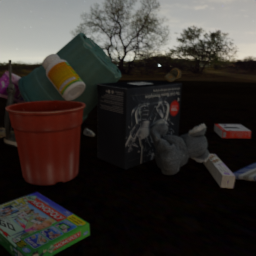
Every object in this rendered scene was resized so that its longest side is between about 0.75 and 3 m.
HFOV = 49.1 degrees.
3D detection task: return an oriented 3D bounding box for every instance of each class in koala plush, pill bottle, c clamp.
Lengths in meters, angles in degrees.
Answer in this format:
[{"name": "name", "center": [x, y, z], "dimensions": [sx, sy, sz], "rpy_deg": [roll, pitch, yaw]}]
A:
[{"name": "koala plush", "center": [1.470, 0.543, 7.470], "dimensions": [1.443, 1.280, 1.326], "rpy_deg": [-14, 23, -3]}, {"name": "pill bottle", "center": [-1.781, -1.399, 7.594], "dimensions": [1.235, 0.686, 0.686], "rpy_deg": [51, 33, 13]}, {"name": "c clamp", "center": [-3.681, -0.677, 8.794], "dimensions": [0.313, 1.975, 2.312], "rpy_deg": [3, -19, -23]}]

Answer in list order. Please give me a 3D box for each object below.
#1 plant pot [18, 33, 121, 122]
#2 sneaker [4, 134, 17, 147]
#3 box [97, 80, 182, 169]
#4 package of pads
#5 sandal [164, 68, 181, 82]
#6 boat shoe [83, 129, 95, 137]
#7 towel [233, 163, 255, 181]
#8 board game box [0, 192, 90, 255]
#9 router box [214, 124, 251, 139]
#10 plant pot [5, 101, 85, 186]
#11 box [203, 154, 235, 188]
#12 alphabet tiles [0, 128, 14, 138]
[{"name": "plant pot", "center": [-1.704, -1.526, 9.061], "dimensions": [2.455, 2.507, 2.507], "rpy_deg": [-41, 5, 14]}, {"name": "sneaker", "center": [-3.385, -0.014, 9.863], "dimensions": [2.200, 1.328, 0.920], "rpy_deg": [1, 12, 8]}, {"name": "box", "center": [0.385, -0.241, 8.693], "dimensions": [2.506, 2.282, 1.305], "rpy_deg": [-13, 21, -43]}, {"name": "package of pads", "center": [-3.744, -1.307, 9.479], "dimensions": [0.514, 0.819, 1.359], "rpy_deg": [45, 8, 21]}, {"name": "sandal", "center": [1.479, -1.749, 9.012], "dimensions": [0.381, 0.256, 0.949], "rpy_deg": [35, 40, 13]}, {"name": "boat shoe", "center": [-1.574, 0.216, 11.379], "dimensions": [0.269, 0.273, 0.770], "rpy_deg": [24, -4, -31]}, {"name": "towel", "center": [3.508, 1.009, 6.528], "dimensions": [1.427, 0.231, 1.943], "rpy_deg": [-17, 0, -22]}, {"name": "board game box", "center": [-1.685, 1.695, 4.951], "dimensions": [1.741, 0.254, 1.172], "rpy_deg": [12, 18, 41]}, {"name": "router box", "center": [4.250, 0.129, 11.512], "dimensions": [1.124, 0.306, 1.253], "rpy_deg": [0, 13, 2]}, {"name": "plant pot", "center": [-2.032, 0.342, 7.196], "dimensions": [1.916, 1.864, 1.916], "rpy_deg": [0, 14, 0]}, {"name": "box", "center": [2.354, 1.085, 7.372], "dimensions": [0.318, 0.341, 1.645], "rpy_deg": [4, 12, 0]}, {"name": "alphabet tiles", "center": [-5.161, 0.411, 9.833], "dimensions": [1.940, 0.073, 1.622], "rpy_deg": [-25, 20, -34]}]
